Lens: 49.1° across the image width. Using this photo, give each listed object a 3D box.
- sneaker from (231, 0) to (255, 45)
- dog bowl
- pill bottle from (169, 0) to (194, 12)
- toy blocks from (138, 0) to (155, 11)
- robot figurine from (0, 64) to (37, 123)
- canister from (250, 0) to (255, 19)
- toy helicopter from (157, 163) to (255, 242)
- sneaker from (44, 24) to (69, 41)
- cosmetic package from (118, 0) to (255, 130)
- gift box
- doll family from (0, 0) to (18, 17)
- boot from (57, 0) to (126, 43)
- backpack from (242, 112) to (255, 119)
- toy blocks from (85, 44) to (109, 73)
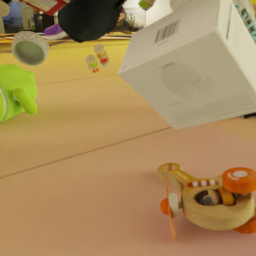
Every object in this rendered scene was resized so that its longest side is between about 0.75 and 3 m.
[{"bbox_3d":[2.272,-1.769,5.533,1.078,2.779,1.199,-29,21,12],"label":"sneaker"},{"bbox_3d":[-3.165,-2.505,9.031,1.190,1.190,0.349,-1,54,-3],"label":"dog bowl"},{"bbox_3d":[1.521,-3.229,6.786,0.619,0.619,1.114,16,49,34],"label":"pill bottle"},{"bbox_3d":[0.678,-4.230,8.557,0.749,1.498,1.024,21,6,-14],"label":"toy blocks"},{"bbox_3d":[-3.905,-1.012,8.386,2.385,1.573,2.719,6,23,16],"label":"robot figurine"},{"bbox_3d":[3.513,-3.941,8.068,1.569,2.113,0.915,24,61,21],"label":"canister"},{"bbox_3d":[1.031,1.078,4.719,1.441,0.860,2.179,-18,17,-17],"label":"toy helicopter"},{"bbox_3d":[-1.390,-2.878,7.100,1.928,0.804,0.777,-26,16,21],"label":"sneaker"},{"bbox_3d":[0.966,-0.849,4.045,1.502,1.506,0.926,-14,46,41],"label":"cosmetic package"},{"bbox_3d":[-1.243,-2.366,3.643,1.266,1.183,1.169,-12,-16,37],"label":"gift box"},{"bbox_3d":[-3.101,-2.665,5.771,2.921,1.146,1.688,-28,34,2],"label":"doll family"},{"bbox_3d":[-0.258,-2.083,4.118,1.023,2.251,2.679,34,36,-20],"label":"boot"},{"bbox_3d":[4.156,-1.107,8.886,1.473,1.197,1.236,-2,38,-15],"label":"backpack"},{"bbox_3d":[-0.806,-1.793,7.680,0.297,0.818,0.682,31,78,20],"label":"toy blocks"}]
